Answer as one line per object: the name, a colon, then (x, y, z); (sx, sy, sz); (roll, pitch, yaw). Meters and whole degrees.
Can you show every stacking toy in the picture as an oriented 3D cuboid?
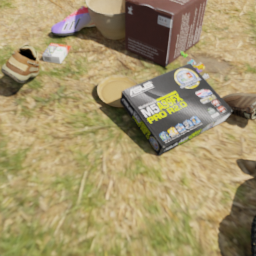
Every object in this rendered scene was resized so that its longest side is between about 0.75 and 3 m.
stacking toy: (2.481, -2.326, 10.421); (0.278, 0.892, 1.183); (-42, 57, 7)

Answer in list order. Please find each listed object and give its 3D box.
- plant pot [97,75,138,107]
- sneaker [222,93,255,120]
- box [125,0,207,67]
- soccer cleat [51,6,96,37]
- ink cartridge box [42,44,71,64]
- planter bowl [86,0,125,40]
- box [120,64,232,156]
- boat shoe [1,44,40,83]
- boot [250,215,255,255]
plant pot: (-0.320, -1.264, 9.811); (1.513, 0.208, 1.513); (2, 54, -3)
sneaker: (3.629, -0.622, 8.630); (1.967, 0.693, 0.743); (-3, 48, 38)
box: (1.523, -4.344, 11.480); (2.221, 2.198, 2.677); (31, 54, 26)
soccer cleat: (-2.328, -5.076, 13.000); (2.827, 1.034, 0.964); (-27, 51, -23)
ink cartridge box: (-2.952, -3.233, 11.708); (0.744, 0.344, 1.365); (9, 48, 7)
planter bowl: (-0.608, -5.011, 12.485); (2.374, 1.598, 2.374); (0, 54, 1)
box: (1.472, -0.671, 8.704); (2.755, 0.610, 2.207); (-24, 67, -22)
boat shoe: (-3.534, -2.368, 9.844); (1.006, 0.982, 2.659); (29, 18, -19)
boot: (3.741, 1.856, 5.783); (1.017, 2.021, 2.703); (53, 48, -6)
